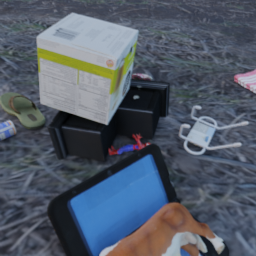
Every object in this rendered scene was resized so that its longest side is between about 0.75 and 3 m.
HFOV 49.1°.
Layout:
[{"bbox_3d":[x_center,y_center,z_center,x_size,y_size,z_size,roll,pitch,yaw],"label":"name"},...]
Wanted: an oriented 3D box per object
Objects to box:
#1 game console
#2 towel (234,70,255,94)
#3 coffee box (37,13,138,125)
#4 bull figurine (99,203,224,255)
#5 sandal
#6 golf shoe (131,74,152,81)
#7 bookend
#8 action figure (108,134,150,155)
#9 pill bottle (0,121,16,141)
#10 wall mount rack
[{"bbox_3d":[0.342,2.152,5.768,2.994,1.742,2.633,-27,45,-29],"label":"game console"},{"bbox_3d":[6.107,-1.840,11.986,1.862,0.381,2.545,-20,42,-23],"label":"towel"},{"bbox_3d":[-1.108,-1.735,8.090,2.134,2.110,2.130,17,40,8],"label":"coffee box"},{"bbox_3d":[0.480,2.569,5.426,2.825,0.920,1.715,-34,53,-31],"label":"bull figurine"},{"bbox_3d":[-3.885,-0.807,10.372,2.543,0.726,1.010,31,48,34],"label":"sandal"},{"bbox_3d":[0.606,-2.227,12.541,0.926,0.336,0.427,15,36,5],"label":"golf shoe"},{"bbox_3d":[-0.430,-0.259,8.923,2.969,1.376,2.988,9,42,15],"label":"bookend"},{"bbox_3d":[0.039,0.453,8.448,1.296,0.641,0.423,-5,15,16],"label":"action figure"},{"bbox_3d":[-4.261,0.151,9.332,0.899,0.504,0.504,-28,46,-31],"label":"pill bottle"},{"bbox_3d":[2.703,0.095,8.961,1.822,0.782,2.097,23,43,18],"label":"wall mount rack"}]
